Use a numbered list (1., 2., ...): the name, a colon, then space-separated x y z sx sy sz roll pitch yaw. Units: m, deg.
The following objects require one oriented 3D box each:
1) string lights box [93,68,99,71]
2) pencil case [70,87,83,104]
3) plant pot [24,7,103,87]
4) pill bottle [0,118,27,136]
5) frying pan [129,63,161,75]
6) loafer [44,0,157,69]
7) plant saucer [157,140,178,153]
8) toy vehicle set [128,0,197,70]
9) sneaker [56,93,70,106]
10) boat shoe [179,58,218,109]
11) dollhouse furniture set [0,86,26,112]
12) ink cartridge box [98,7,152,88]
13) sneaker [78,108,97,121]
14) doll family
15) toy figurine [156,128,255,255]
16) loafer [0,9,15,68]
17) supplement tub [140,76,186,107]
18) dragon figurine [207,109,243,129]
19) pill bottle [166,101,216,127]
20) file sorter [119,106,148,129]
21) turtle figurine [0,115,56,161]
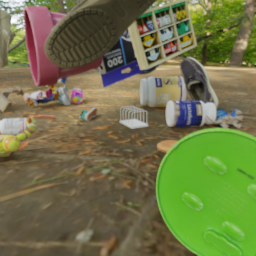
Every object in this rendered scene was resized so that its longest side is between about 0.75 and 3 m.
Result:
1. string lights box: -0.840 -4.043 12.529 0.828 2.807 1.442 5 -3 -43
2. pencil case: -2.784 -1.772 15.244 0.730 0.730 1.652 -3 19 -11
3. plant pot: -1.996 -2.556 8.781 2.084 2.328 2.328 -10 18 -22
4. pill bottle: -3.850 -0.018 9.260 1.016 0.576 0.576 -2 16 -9
5. frying pan: 0.462 -3.447 11.992 2.829 1.711 0.461 56 14 24
6. loafer: -0.478 -2.021 5.238 2.480 0.943 0.836 -37 27 -2
7. plant saucer: 1.268 0.527 8.148 0.856 0.138 0.856 0 15 0
8. toy vehicle set: 1.144 -3.029 8.937 2.581 1.603 0.342 -32 22 -33
9. sneaker: -3.412 -1.421 14.537 0.662 0.598 1.617 -23 17 -2
10. boat shoe: 3.085 -2.001 12.693 0.931 2.873 1.033 -5 -22 -48
11. dollhouse furniture set: -5.807 -1.294 13.631 0.887 1.038 2.003 41 19 -2
12. ink cartridge box: -0.070 -3.004 10.462 2.488 2.511 0.545 -28 33 -24
13. sneaker: -1.670 -0.607 11.637 0.475 0.424 1.189 9 19 14
14. doll family: -4.071 -1.589 13.875 1.670 1.212 2.691 -7 29 20
15. toy figurine: 1.964 0.979 4.471 2.425 1.821 2.232 33 20 24
16. loafer: -3.413 -2.471 7.729 0.549 1.608 0.609 -6 12 -38
17. supplement tub: 1.671 -1.767 13.745 2.075 1.509 1.509 -1 16 -4
18. dragon figurine: 3.519 -0.327 10.362 1.971 0.580 0.980 -5 17 -19
19. pill bottle: 2.298 -0.524 10.343 1.676 0.970 0.970 -1 16 -5
20. file sorter: 0.202 -0.425 10.624 0.705 0.632 1.015 -9 18 -27
21. turtle figurine: -3.300 0.357 7.358 2.126 0.849 2.636 1 27 42
